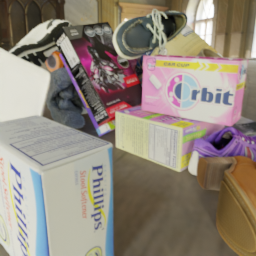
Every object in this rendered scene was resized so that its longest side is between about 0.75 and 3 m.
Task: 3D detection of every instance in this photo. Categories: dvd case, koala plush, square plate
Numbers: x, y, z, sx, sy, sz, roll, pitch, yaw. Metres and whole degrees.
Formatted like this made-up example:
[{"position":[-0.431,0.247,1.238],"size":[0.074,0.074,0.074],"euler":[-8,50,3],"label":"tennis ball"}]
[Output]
[{"position":[3.198,-0.182,9.669],"size":[2.124,0.228,2.856],"euler":[-7,18,-20],"label":"dvd case"},{"position":[-1.621,-1.125,9.970],"size":[2.273,2.016,2.089],"euler":[-14,10,-27],"label":"koala plush"},{"position":[-2.803,-0.627,6.639],"size":[2.325,2.347,0.334],"euler":[28,25,20],"label":"square plate"}]

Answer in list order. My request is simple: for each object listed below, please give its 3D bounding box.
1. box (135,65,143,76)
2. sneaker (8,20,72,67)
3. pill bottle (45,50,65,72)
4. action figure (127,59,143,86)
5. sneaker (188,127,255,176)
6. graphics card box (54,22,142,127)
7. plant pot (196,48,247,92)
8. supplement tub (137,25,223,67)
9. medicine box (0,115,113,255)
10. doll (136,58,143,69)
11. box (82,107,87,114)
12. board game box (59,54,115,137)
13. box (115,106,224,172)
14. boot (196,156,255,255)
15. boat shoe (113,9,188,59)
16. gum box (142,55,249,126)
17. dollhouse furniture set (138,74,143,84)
[{"position":[0.520,-2.886,12.068],"size":[1.119,1.139,0.706],"euler":[-15,51,-41],"label":"box"},{"position":[-2.806,-2.506,8.588],"size":[2.398,0.884,0.959],"euler":[-39,48,-17],"label":"sneaker"},{"position":[-1.944,-2.348,9.717],"size":[0.987,0.987,1.859],"euler":[12,22,33],"label":"pill bottle"},{"position":[-0.012,-1.791,10.061],"size":[1.801,2.419,1.620],"euler":[-12,7,5],"label":"action figure"},{"position":[2.493,0.447,6.273],"size":[2.535,1.058,1.022],"euler":[-10,20,-30],"label":"sneaker"},{"position":[-0.718,-1.632,8.162],"size":[1.760,2.806,0.714],"euler":[-26,-2,-41],"label":"graphics card box"},{"position":[2.273,-1.199,8.082],"size":[1.662,1.442,1.662],"euler":[27,36,-21],"label":"plant pot"},{"position":[1.976,-2.206,9.903],"size":[2.972,2.146,2.146],"euler":[47,33,11],"label":"supplement tub"},{"position":[-1.128,0.889,3.732],"size":[0.972,1.721,1.889],"euler":[-16,23,-41],"label":"medicine box"},{"position":[-0.147,-2.339,11.345],"size":[1.966,2.881,0.698],"euler":[4,19,18],"label":"doll"},{"position":[-1.724,-1.027,11.681],"size":[1.298,0.633,0.807],"euler":[-16,24,-41],"label":"box"},{"position":[-0.716,-1.358,9.036],"size":[1.890,2.811,0.629],"euler":[-26,-1,-45],"label":"board game box"},{"position":[1.073,0.072,7.451],"size":[1.925,1.058,2.189],"euler":[-16,24,-42],"label":"box"},{"position":[2.351,1.167,4.536],"size":[1.948,0.962,2.509],"euler":[4,11,-2],"label":"boot"},{"position":[0.627,-2.308,6.746],"size":[0.773,0.936,2.500],"euler":[-4,20,43],"label":"boat shoe"},{"position":[1.439,-0.992,6.708],"size":[2.424,1.375,0.801],"euler":[13,21,33],"label":"gum box"},{"position":[0.744,-1.609,11.571],"size":[0.558,1.071,1.083],"euler":[-29,-13,13],"label":"dollhouse furniture set"}]
